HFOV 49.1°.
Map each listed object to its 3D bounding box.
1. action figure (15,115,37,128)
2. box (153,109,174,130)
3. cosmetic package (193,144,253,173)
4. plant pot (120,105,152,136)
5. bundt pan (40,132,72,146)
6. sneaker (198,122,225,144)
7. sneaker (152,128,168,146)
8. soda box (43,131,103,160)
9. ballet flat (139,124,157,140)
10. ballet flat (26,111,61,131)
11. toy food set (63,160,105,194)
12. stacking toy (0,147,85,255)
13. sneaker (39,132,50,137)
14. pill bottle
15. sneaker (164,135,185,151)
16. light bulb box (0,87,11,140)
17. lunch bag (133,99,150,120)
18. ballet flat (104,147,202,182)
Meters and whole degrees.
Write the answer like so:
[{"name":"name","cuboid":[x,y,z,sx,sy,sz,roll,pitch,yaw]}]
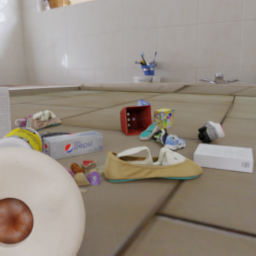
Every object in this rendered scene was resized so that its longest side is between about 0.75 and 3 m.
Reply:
[{"name":"action figure","cuboid":[-4.946,-0.419,13.797,1.013,0.679,0.754,-26,-26,6]},{"name":"box","cuboid":[1.740,-0.432,13.746,0.573,0.905,0.940,11,17,40]},{"name":"cosmetic package","cuboid":[2.979,0.910,8.764,1.667,0.431,1.257,5,15,22]},{"name":"plant pot","cuboid":[0.257,-0.364,12.896,1.289,1.288,1.136,-6,5,-24]},{"name":"bundt pan","cuboid":[-2.667,0.509,10.512,1.253,0.470,1.253,0,12,0]},{"name":"sneaker","cuboid":[3.127,0.203,11.196,0.844,0.712,1.930,-19,1,0]},{"name":"sneaker","cuboid":[1.264,0.432,11.085,0.643,0.557,1.552,-17,7,10]},{"name":"soda box","cuboid":[-1.887,0.578,9.782,2.005,0.636,0.684,-9,15,-34]},{"name":"ballet flat","cuboid":[0.881,0.260,11.727,0.419,0.419,1.168,9,33,35]},{"name":"ballet flat","cuboid":[-4.132,-0.422,13.950,0.814,0.805,2.393,4,13,18]},{"name":"toy food set","cuboid":[-1.251,1.187,7.754,1.307,0.324,2.057,3,13,13]},{"name":"stacking toy","cuboid":[-1.642,1.321,4.837,1.975,1.975,2.703,-1,-4,-4]},{"name":"sneaker","cuboid":[-3.586,0.378,11.321,0.480,0.358,1.068,8,17,15]},{"name":"pill bottle","cuboid":[-3.232,0.628,8.375,1.145,1.145,2.036,-2,12,-8]},{"name":"sneaker","cuboid":[1.771,0.510,10.360,0.497,0.506,1.312,5,6,30]},{"name":"light bulb box","cuboid":[-5.353,-0.283,9.808,2.283,2.303,1.437,9,14,35]},{"name":"lunch bag","cuboid":[0.647,-0.837,14.971,0.662,1.060,1.408,25,17,0]},{"name":"ballet flat","cuboid":[0.728,0.947,7.593,2.752,0.867,0.945,-2,13,-11]}]
